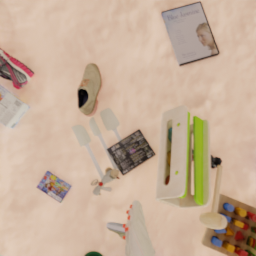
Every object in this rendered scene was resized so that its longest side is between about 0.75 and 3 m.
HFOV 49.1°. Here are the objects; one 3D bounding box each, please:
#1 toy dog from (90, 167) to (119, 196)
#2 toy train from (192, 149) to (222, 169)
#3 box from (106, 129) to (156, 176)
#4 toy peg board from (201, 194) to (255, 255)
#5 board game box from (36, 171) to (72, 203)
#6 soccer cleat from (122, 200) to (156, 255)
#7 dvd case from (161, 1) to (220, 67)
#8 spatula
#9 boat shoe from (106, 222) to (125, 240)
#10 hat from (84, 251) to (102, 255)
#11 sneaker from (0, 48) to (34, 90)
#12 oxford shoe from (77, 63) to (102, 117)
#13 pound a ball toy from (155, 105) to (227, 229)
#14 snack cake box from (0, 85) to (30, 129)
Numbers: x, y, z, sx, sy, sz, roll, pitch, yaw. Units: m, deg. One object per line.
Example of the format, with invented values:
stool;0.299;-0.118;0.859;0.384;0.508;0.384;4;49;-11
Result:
toy dog;-0.611;1.638;8.384;0.989;0.652;0.476;-42;115;2
toy train;1.919;0.825;8.587;1.902;0.324;0.436;20;89;3
box;0.088;0.745;8.547;1.197;0.261;0.959;-32;85;-9
toy peg board;3.205;2.959;8.022;1.599;0.785;1.605;22;82;3
board game box;-2.248;1.792;8.509;0.895;0.154;0.606;32;83;4
soccer cleat;0.274;2.714;6.702;0.772;0.690;1.990;11;49;-9
dvd case;2.039;-3.115;9.223;1.394;0.171;1.954;-17;82;-2
spatula;-0.704;0.539;8.696;1.421;0.164;2.043;-27;83;-5
boat shoe;-0.046;3.084;8.179;1.271;0.458;0.394;15;83;0
hat;-1.081;4.229;8.169;0.760;0.808;0.918;12;38;-11
sneaker;-3.994;-2.034;8.737;2.064;0.832;0.771;35;85;4
oxford shoe;-1.189;-1.236;8.419;0.609;0.635;1.722;-6;73;21
pound a ball toy;1.660;1.144;7.781;1.925;1.254;2.952;26;58;-34
snack cake box;-4.006;-0.794;8.701;1.568;0.527;0.902;37;85;5
